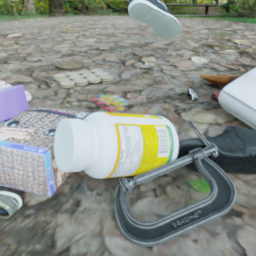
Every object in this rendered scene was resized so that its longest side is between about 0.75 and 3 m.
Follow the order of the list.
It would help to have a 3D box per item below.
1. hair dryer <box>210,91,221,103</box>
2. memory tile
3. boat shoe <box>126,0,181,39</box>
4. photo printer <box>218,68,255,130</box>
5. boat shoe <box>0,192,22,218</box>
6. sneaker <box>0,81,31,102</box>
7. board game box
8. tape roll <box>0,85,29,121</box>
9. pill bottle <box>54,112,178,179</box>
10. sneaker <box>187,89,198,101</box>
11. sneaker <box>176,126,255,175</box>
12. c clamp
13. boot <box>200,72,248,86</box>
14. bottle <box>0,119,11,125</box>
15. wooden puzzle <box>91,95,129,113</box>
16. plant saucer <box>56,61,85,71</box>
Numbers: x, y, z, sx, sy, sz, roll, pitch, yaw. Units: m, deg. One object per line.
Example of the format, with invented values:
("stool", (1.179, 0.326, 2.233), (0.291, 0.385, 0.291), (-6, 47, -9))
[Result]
("hair dryer", (4.123, -1.258, 10.768), (1.964, 0.534, 1.496), (-4, -1, 0))
("memory tile", (-2.276, -2.518, 14.080), (2.691, 0.226, 2.063), (-14, 30, -24))
("boat shoe", (0.882, -3.629, 8.940), (0.904, 0.721, 2.390), (-25, -25, 33))
("photo printer", (4.746, -0.792, 9.007), (2.327, 0.971, 2.797), (-30, 48, -16))
("boat shoe", (-2.967, 1.546, 5.728), (1.450, 0.518, 0.433), (6, 22, 3))
("sneaker", (-5.247, -1.616, 11.048), (2.643, 1.382, 0.995), (1, 25, 0))
("board game box", (-2.251, 0.445, 7.199), (1.868, 1.135, 2.343), (8, 27, 16))
("tape roll", (-4.459, -0.759, 9.244), (2.158, 0.917, 2.158), (-10, 15, 3))
("pill bottle", (-0.250, 0.387, 6.326), (2.570, 1.449, 1.449), (1, 22, -36))
("sneaker", (2.705, -1.375, 11.781), (0.342, 0.319, 0.862), (7, 32, -8))
("sneaker", (2.649, 0.513, 7.466), (2.918, 0.876, 1.522), (7, 27, 2))
("c clamp", (0.905, 1.151, 6.016), (2.842, 0.385, 2.428), (-24, 44, -14))
("boot", (4.354, -2.130, 12.073), (2.646, 0.906, 2.491), (24, 21, 38))
("bottle", (-4.018, 0.147, 8.550), (0.566, 0.443, 1.356), (14, 28, -1))
("wooden puzzle", (-0.732, -1.048, 11.268), (1.113, 0.132, 1.877), (-19, 32, -33))
("plant saucer", (-3.302, -3.597, 16.188), (1.649, 0.243, 1.649), (0, 28, 0))
